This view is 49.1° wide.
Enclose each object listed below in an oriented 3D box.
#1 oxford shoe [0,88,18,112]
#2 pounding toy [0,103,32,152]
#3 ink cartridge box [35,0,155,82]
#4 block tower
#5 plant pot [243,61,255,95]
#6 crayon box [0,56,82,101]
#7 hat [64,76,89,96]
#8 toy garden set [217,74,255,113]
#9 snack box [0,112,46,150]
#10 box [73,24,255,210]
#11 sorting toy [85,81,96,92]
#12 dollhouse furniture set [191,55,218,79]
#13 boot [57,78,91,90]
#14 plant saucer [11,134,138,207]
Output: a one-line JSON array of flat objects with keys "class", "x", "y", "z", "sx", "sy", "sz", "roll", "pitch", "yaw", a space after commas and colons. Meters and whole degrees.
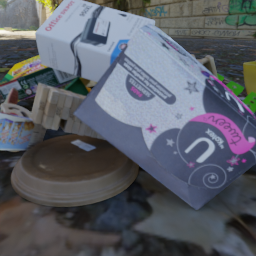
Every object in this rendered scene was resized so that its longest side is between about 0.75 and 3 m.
[{"class": "oxford shoe", "x": -3.918, "y": -0.796, "z": 9.106, "sx": 0.417, "sy": 1.130, "sz": 0.400, "roll": 2, "pitch": -23, "yaw": 20}, {"class": "pounding toy", "x": -2.988, "y": -0.338, "z": 7.514, "sx": 1.177, "sy": 1.181, "sz": 2.059, "roll": 23, "pitch": 20, "yaw": -2}, {"class": "ink cartridge box", "x": -0.905, "y": -2.524, "z": 8.302, "sx": 2.886, "sy": 1.215, "sz": 2.087, "roll": 18, "pitch": 54, "yaw": 7}, {"class": "block tower", "x": -0.638, "y": -0.211, "z": 6.589, "sx": 2.990, "sy": 0.864, "sz": 0.808, "roll": 11, "pitch": 12, "yaw": -30}, {"class": "plant pot", "x": 5.948, "y": -2.051, "z": 11.967, "sx": 1.555, "sy": 1.372, "sz": 1.555, "roll": -15, "pitch": 26, "yaw": -32}, {"class": "crayon box", "x": -3.067, "y": -2.174, "z": 10.500, "sx": 2.902, "sy": 0.846, "sz": 2.504, "roll": -19, "pitch": 31, "yaw": 4}, {"class": "hat", "x": -1.411, "y": -0.719, "z": 8.991, "sx": 1.793, "sy": 1.578, "sz": 1.485, "roll": -50, "pitch": 14, "yaw": -22}, {"class": "toy garden set", "x": 3.207, "y": -0.570, "z": 8.731, "sx": 2.696, "sy": 0.538, "sz": 2.247, "roll": 35, "pitch": 48, "yaw": 22}, {"class": "snack box", "x": -2.434, "y": 0.120, "z": 6.235, "sx": 0.251, "sy": 0.743, "sz": 2.067, "roll": 20, "pitch": -2, "yaw": 10}, {"class": "box", "x": 0.819, "y": -0.261, "z": 5.102, "sx": 2.814, "sy": 1.859, "sz": 1.614, "roll": 38, "pitch": 24, "yaw": -8}, {"class": "sorting toy", "x": -1.992, "y": -2.264, "z": 13.863, "sx": 2.004, "sy": 0.360, "sz": 2.690, "roll": -12, "pitch": 25, "yaw": -28}, {"class": "dollhouse furniture set", "x": 1.901, "y": -1.014, "z": 7.561, "sx": 1.531, "sy": 2.019, "sz": 2.304, "roll": -19, "pitch": 24, "yaw": 6}, {"class": "boot", "x": -2.276, "y": -1.350, "z": 10.403, "sx": 2.273, "sy": 0.819, "sz": 1.758, "roll": -27, "pitch": 27, "yaw": -8}, {"class": "plant saucer", "x": -1.157, "y": 0.752, "z": 6.252, "sx": 2.773, "sy": 0.409, "sz": 2.773, "roll": -1, "pitch": 21, "yaw": 0}]
